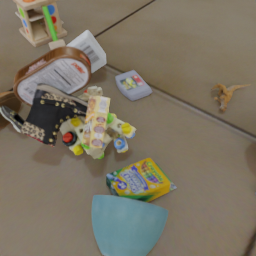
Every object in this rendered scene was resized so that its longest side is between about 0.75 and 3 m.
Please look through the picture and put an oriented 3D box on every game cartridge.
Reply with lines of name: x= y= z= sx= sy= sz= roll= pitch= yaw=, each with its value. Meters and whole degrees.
game cartridge: x=0.122 y=-1.482 z=9.708 sx=0.868 sy=0.267 sz=1.304 roll=-25 pitch=52 yaw=-14

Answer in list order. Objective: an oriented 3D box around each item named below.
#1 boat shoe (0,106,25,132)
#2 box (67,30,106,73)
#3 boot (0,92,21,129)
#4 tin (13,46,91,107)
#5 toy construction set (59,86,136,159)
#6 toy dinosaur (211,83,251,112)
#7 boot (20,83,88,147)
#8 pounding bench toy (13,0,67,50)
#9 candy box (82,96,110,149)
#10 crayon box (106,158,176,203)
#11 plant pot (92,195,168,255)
boat shoe: x=-3.261 y=-0.301 z=8.041 sx=0.956 sy=0.288 sz=0.341 roll=47 pitch=23 yaw=-4
box: x=-1.490 y=-2.519 z=9.656 sx=1.119 sy=1.113 sz=0.958 roll=-30 pitch=31 yaw=14
boot: x=-4.871 y=-0.504 z=8.486 sx=2.141 sy=1.058 sz=2.758 roll=27 pitch=62 yaw=26
tin: x=-2.069 y=-1.322 z=7.698 sx=2.325 sy=1.302 sz=0.487 roll=-26 pitch=53 yaw=18
toy construction set: x=-1.064 y=-0.238 z=7.939 sx=1.814 sy=1.274 sz=2.766 roll=-35 pitch=46 yaw=2
toy dinosaur: x=3.301 y=-1.161 z=9.384 sx=0.910 sy=0.518 sz=1.713 roll=42 pitch=61 yaw=1
boot: x=-1.704 y=-0.178 z=7.185 sx=1.842 sy=0.674 sz=1.387 roll=26 pitch=76 yaw=-21
pounding bench toy: x=-3.385 y=-4.443 z=11.181 sx=1.519 sy=1.907 sz=2.445 roll=-30 pitch=55 yaw=-24
candy box: x=-0.769 y=-0.147 z=6.585 sx=0.325 sy=1.175 sz=0.678 roll=10 pitch=0 yaw=-25
crayon box: x=0.348 y=1.343 z=7.009 sx=1.538 sy=0.397 sz=0.967 roll=-19 pitch=46 yaw=-23
plant pot: x=-0.054 y=2.122 z=5.826 sx=1.625 sy=1.625 sz=1.094 roll=9 pitch=69 yaw=8
